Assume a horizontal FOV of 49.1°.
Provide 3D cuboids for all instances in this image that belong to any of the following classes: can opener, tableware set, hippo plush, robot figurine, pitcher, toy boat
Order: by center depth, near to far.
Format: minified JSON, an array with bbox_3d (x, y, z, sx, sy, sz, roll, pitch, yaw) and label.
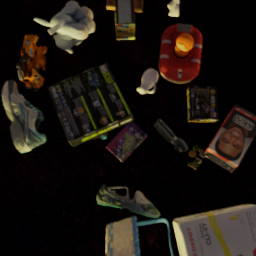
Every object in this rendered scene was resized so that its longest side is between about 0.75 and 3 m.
[{"bbox_3d":[1.621,0.284,10.462,1.543,0.513,0.406,45,45,-5],"label":"can opener"},{"bbox_3d":[2.541,1.112,10.583,0.561,0.128,0.833,32,79,8],"label":"tableware set"},{"bbox_3d":[-3.650,-2.443,10.758,0.594,1.481,2.042,-6,71,12],"label":"robot figurine"},{"bbox_3d":[2.083,-3.015,10.813,1.623,1.626,2.487,7,78,2],"label":"toy boat"},{"bbox_3d":[-2.226,-3.630,10.932,1.637,1.653,2.055,42,64,11],"label":"hippo plush"},{"bbox_3d":[0.874,-1.796,10.998,0.846,0.598,0.986,18,76,43],"label":"pitcher"}]

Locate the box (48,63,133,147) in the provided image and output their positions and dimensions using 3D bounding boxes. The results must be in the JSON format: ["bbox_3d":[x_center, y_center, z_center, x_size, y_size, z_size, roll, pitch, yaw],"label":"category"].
[{"bbox_3d":[-1.462,-0.930,10.683,2.514,0.619,2.603,-24,68,-8],"label":"box"}]

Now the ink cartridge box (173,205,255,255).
[{"bbox_3d":[3.123,3.849,9.360,2.770,1.155,2.011,-11,76,-3],"label":"ink cartridge box"}]

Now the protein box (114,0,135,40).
[{"bbox_3d":[-0.131,-4.394,11.433,0.771,1.134,1.142,-2,76,0],"label":"protein box"}]

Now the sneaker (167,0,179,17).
[{"bbox_3d":[1.952,-5.349,12.079,0.500,0.426,1.131,3,77,13],"label":"sneaker"}]

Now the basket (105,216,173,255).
[{"bbox_3d":[0.355,3.806,9.046,2.129,1.481,1.877,-8,33,5],"label":"basket"}]

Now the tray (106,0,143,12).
[{"bbox_3d":[-0.133,-5.466,12.113,1.543,0.286,0.761,5,79,-1],"label":"tray"}]

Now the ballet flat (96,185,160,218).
[{"bbox_3d":[0.049,2.529,9.842,2.318,0.860,0.860,13,76,2],"label":"ballet flat"}]

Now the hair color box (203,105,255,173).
[{"bbox_3d":[3.787,0.346,10.048,1.149,0.693,2.264,32,66,15],"label":"hair color box"}]

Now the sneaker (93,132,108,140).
[{"bbox_3d":[-1.236,0.203,10.739,0.951,0.348,0.390,8,49,9],"label":"sneaker"}]

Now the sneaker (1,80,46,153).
[{"bbox_3d":[-3.853,-0.526,10.573,1.214,1.091,2.811,-18,83,-8],"label":"sneaker"}]

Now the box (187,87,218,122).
[{"bbox_3d":[2.905,-0.928,10.988,1.107,0.342,1.386,1,76,-2],"label":"box"}]

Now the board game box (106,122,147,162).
[{"bbox_3d":[-0.050,0.512,10.704,0.854,0.230,1.423,41,80,13],"label":"board game box"}]
